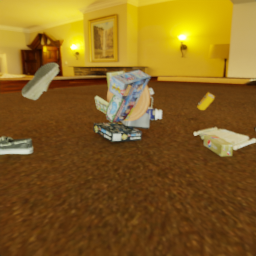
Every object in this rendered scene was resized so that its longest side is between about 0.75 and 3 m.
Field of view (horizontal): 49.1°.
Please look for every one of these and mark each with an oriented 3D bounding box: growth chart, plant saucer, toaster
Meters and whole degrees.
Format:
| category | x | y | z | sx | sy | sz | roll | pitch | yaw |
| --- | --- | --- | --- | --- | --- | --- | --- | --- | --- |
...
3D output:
| category | x | y | z | sx | sy | sz | roll | pitch | yaw |
| --- | --- | --- | --- | --- | --- | --- | --- | --- | --- |
| growth chart | 3.867 | 0.375 | 11.442 | 1.738 | 0.213 | 2.402 | -9 | 17 | -29 |
| plant saucer | -0.026 | -1.146 | 10.823 | 1.785 | 1.785 | 0.288 | 6 | 9 | 23 |
| toaster | 0.237 | -0.401 | 11.911 | 1.186 | 0.704 | 1.072 | 4 | 11 | -16 |

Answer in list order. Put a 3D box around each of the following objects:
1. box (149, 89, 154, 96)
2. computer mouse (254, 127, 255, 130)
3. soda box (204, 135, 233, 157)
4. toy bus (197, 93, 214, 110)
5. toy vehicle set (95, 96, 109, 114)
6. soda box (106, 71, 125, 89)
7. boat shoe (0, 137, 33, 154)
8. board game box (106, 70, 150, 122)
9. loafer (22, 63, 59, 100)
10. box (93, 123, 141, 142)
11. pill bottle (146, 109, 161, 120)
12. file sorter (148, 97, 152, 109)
| category | x | y | z | sx | sy | sz | roll | pitch | yaw |
| --- | --- | --- | --- | --- | --- | --- | --- | --- | --- |
| box | 0.358 | -1.294 | 12.672 | 0.846 | 0.267 | 1.537 | -11 | -13 | -39 |
| computer mouse | 5.889 | 0.102 | 12.619 | 0.433 | 0.173 | 0.789 | 12 | 13 | 25 |
| soda box | 3.218 | 0.615 | 10.085 | 0.442 | 0.418 | 1.306 | -3 | 14 | -11 |
| toy bus | 3.229 | -1.063 | 11.715 | 0.301 | 0.923 | 0.361 | 27 | 50 | -2 |
| toy vehicle set | -1.001 | -0.862 | 11.039 | 0.575 | 0.123 | 0.926 | 31 | -18 | 11 |
| soda box | -0.362 | -1.981 | 12.305 | 0.748 | 0.707 | 2.207 | -5 | 4 | 7 |
| boat shoe | -4.259 | 0.586 | 9.901 | 1.759 | 0.560 | 0.622 | -1 | 14 | -2 |
| board game box | -0.135 | -0.917 | 7.743 | 0.459 | 1.487 | 1.486 | 33 | 16 | 18 |
| loafer | -3.254 | -1.747 | 10.612 | 0.652 | 1.722 | 0.588 | 41 | -6 | 37 |
| box | -0.483 | 0.143 | 11.684 | 1.373 | 0.397 | 1.728 | -2 | 15 | -33 |
| pill bottle | 1.273 | -0.726 | 14.980 | 1.009 | 0.584 | 0.584 | 2 | 14 | 7 |
| file sorter | 0.860 | -1.634 | 17.844 | 1.237 | 0.770 | 0.859 | 8 | 4 | 26 |
